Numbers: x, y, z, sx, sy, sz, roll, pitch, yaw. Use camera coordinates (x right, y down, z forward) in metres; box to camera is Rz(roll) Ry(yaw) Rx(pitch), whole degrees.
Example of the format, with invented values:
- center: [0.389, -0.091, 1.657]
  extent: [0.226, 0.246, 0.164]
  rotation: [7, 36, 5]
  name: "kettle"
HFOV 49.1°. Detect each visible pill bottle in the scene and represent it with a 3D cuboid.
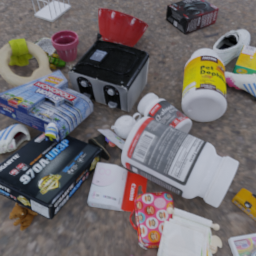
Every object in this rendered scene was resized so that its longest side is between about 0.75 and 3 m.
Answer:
- center: [2.810, -1.677, 10.370]
  extent: [1.510, 1.510, 2.765]
  rotation: [7, 52, 6]
  name: "pill bottle"
- center: [1.449, 0.979, 8.131]
  extent: [2.966, 1.718, 1.718]
  rotation: [25, 56, 18]
  name: "pill bottle"
- center: [1.211, -0.355, 9.641]
  extent: [1.030, 1.030, 1.778]
  rotation: [-33, 58, -24]
  name: "pill bottle"

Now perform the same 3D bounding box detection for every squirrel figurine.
- center: [-2.840, 2.296, 7.679]
  extent: [0.832, 0.777, 0.589]
  rotation: [-27, 56, -20]
  name: "squirrel figurine"

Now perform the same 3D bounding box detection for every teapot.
- center: [-0.055, -0.114, 9.687]
  extent: [0.882, 0.653, 0.894]
  rotation: [9, 51, 7]
  name: "teapot"

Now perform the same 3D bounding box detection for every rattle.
- center: [-3.890, -1.873, 11.281]
  extent: [2.998, 2.142, 1.952]
  rotation: [44, 49, -12]
  name: "rattle"

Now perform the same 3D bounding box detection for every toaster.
- center: [-0.613, -2.081, 10.675]
  extent: [2.382, 1.563, 2.634]
  rotation: [19, 54, 14]
  name: "toaster"

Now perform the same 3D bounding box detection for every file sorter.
- center: [-3.995, -6.498, 14.545]
  extent: [1.165, 1.045, 1.679]
  rotation: [22, 55, 17]
  name: "file sorter"

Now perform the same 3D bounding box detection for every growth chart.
- center: [1.409, 3.271, 6.879]
  extent: [1.849, 0.227, 2.555]
  rotation: [30, 56, -8]
  name: "growth chart"

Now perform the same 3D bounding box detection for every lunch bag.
- center: [0.676, 2.498, 7.625]
  extent: [1.262, 0.587, 1.433]
  rotation: [-4, 53, -3]
  name: "lunch bag"

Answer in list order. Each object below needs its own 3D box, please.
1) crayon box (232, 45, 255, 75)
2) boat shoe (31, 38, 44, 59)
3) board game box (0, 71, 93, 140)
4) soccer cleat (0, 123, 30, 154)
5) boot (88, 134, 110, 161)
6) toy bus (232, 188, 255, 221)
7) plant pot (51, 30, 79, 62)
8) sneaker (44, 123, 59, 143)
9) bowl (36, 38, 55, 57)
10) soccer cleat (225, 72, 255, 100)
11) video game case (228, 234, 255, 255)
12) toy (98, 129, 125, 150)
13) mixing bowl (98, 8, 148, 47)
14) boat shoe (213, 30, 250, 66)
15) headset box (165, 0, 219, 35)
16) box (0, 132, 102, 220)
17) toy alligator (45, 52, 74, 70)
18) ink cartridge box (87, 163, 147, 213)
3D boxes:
- center: [5.708, -2.355, 11.407]
  extent: [2.572, 0.749, 1.528]
  rotation: [22, 55, 16]
  name: "crayon box"
- center: [-4.161, -3.576, 12.606]
  extent: [0.452, 0.502, 1.421]
  rotation: [19, 54, 43]
  name: "boat shoe"
- center: [-2.627, -1.001, 9.798]
  extent: [2.562, 0.790, 2.561]
  rotation: [21, 42, 16]
  name: "board game box"
- center: [-4.170, 0.537, 9.099]
  extent: [2.027, 0.708, 0.875]
  rotation: [-34, 52, -25]
  name: "soccer cleat"
- center: [-0.792, 0.591, 9.357]
  extent: [0.951, 0.368, 0.657]
  rotation: [46, 42, 12]
  name: "boot"
- center: [3.615, 2.295, 7.849]
  extent: [0.425, 0.511, 1.306]
  rotation: [-35, 59, -26]
  name: "toy bus"
- center: [-2.669, -3.486, 12.149]
  extent: [1.132, 1.013, 1.132]
  rotation: [0, 52, 1]
  name: "plant pot"
- center: [-2.233, 0.171, 8.278]
  extent: [0.392, 1.059, 0.436]
  rotation: [7, 72, -13]
  name: "sneaker"
- center: [-3.590, -3.452, 12.415]
  extent: [0.928, 0.436, 0.928]
  rotation: [-1, 75, 5]
  name: "bowl"
- center: [4.636, -1.797, 10.797]
  extent: [2.089, 0.902, 0.730]
  rotation: [35, 38, 21]
  name: "soccer cleat"
- center: [3.765, 3.829, 6.810]
  extent: [1.798, 0.226, 2.511]
  rotation: [-7, 52, -6]
  name: "video game case"
- center: [-0.438, 0.493, 9.332]
  extent: [1.253, 0.296, 0.722]
  rotation: [33, 14, 22]
  name: "toy"
- center: [-0.381, -4.233, 12.317]
  extent: [2.288, 1.239, 2.288]
  rotation: [17, 10, -3]
  name: "mixing bowl"
- center: [4.628, -3.750, 12.383]
  extent: [1.093, 0.971, 2.972]
  rotation: [31, 57, 22]
  name: "boat shoe"
- center: [3.268, -5.719, 14.039]
  extent: [2.210, 0.853, 1.644]
  rotation: [-26, 56, -17]
  name: "headset box"
- center: [-2.315, 1.171, 8.224]
  extent: [2.107, 0.610, 2.651]
  rotation: [21, 37, 16]
  name: "box"
- center: [-3.099, -2.815, 11.834]
  extent: [1.809, 0.435, 0.600]
  rotation: [14, 88, 5]
  name: "toy alligator"
- center: [-0.280, 1.773, 8.352]
  extent: [1.607, 0.459, 1.306]
  rotation: [5, 52, 8]
  name: "ink cartridge box"
